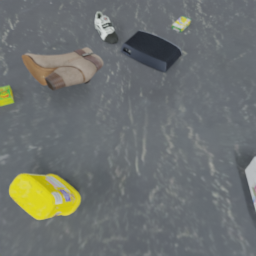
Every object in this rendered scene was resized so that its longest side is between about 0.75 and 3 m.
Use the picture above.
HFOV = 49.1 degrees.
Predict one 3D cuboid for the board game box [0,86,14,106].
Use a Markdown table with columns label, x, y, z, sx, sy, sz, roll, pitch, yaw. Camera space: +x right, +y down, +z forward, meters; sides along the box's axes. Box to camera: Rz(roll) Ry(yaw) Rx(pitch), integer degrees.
| label | x | y | z | sx | sy | sz | roll | pitch | yaw |
| --- | --- | --- | --- | --- | --- | --- | --- | --- | --- |
| board game box | -4.963 | -1.076 | 10.316 | 1.313 | 0.313 | 0.667 | -17 | 56 | -12 |

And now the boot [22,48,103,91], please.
| label | x | y | z | sx | sy | sz | roll | pitch | yaw |
| --- | --- | --- | --- | --- | --- | --- | --- | --- | --- |
| boot | -1.747 | -1.755 | 7.611 | 1.554 | 0.747 | 2.126 | -34 | 54 | -23 |

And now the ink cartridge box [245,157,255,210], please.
| label | x | y | z | sx | sy | sz | roll | pitch | yaw |
| --- | --- | --- | --- | --- | --- | --- | --- | --- | --- |
| ink cartridge box | 4.392 | 1.906 | 7.774 | 1.563 | 0.915 | 2.163 | 0 | 55 | 0 |

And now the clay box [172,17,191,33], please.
| label | x | y | z | sx | sy | sz | roll | pitch | yaw |
| --- | --- | --- | --- | --- | --- | --- | --- | --- | --- |
| clay box | 2.505 | -4.865 | 13.125 | 0.522 | 0.216 | 0.908 | 32 | 60 | 21 |

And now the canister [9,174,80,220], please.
| label | x | y | z | sx | sy | sz | roll | pitch | yaw |
| --- | --- | --- | --- | --- | --- | --- | --- | --- | --- |
| canister | -2.030 | 1.687 | 7.034 | 1.250 | 1.683 | 0.728 | 35 | 86 | 14 |

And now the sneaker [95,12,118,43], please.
| label | x | y | z | sx | sy | sz | roll | pitch | yaw |
| --- | --- | --- | --- | --- | --- | --- | --- | --- | --- |
| sneaker | -1.029 | -4.515 | 12.526 | 0.677 | 0.809 | 1.828 | -26 | 59 | -19 |

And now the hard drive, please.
| label | x | y | z | sx | sy | sz | roll | pitch | yaw |
| --- | --- | --- | --- | --- | --- | --- | --- | --- | --- |
| hard drive | 0.975 | -3.310 | 11.827 | 2.283 | 0.483 | 1.540 | 31 | 60 | 20 |
